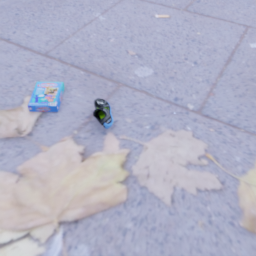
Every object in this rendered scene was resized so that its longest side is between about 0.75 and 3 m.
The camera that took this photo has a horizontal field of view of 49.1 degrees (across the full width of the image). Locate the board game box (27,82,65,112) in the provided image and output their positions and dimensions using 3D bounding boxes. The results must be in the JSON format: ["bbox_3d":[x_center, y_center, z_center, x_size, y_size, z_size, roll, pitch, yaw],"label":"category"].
[{"bbox_3d":[-2.939,-1.143,10.153,1.030,0.305,1.355,1,48,1],"label":"board game box"}]

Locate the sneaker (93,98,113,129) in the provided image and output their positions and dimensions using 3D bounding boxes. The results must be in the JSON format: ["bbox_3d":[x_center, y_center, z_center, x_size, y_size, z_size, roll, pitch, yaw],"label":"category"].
[{"bbox_3d":[-0.877,-0.566,9.243,0.498,0.582,1.404,-39,42,16],"label":"sneaker"}]
